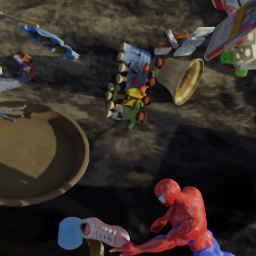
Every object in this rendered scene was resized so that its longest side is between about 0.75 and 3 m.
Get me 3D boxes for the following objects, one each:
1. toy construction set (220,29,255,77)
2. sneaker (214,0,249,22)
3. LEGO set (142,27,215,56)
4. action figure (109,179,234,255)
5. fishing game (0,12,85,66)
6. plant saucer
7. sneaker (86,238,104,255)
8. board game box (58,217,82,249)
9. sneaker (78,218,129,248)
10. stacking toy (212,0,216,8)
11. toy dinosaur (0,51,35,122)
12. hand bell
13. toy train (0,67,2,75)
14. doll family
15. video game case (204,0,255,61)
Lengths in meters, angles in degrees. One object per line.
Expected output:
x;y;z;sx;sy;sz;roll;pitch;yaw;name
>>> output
3.129;-1.529;5.918;2.824;1.301;1.852;8;27;-19;toy construction set
2.069;-3.036;5.612;0.559;0.898;1.675;-42;109;-51;sneaker
1.156;-1.950;6.749;1.595;1.192;0.392;-10;77;-23;LEGO set
0.854;1.988;4.455;1.459;2.947;0.962;-20;26;20;action figure
-1.395;-1.446;4.934;1.127;1.574;0.245;25;89;17;fishing game
-2.094;0.434;5.539;2.625;0.387;2.625;12;42;-11;plant saucer
-0.592;2.430;5.567;0.295;0.788;0.355;-32;107;-9;sneaker
-1.467;2.713;7.221;0.621;0.153;0.786;-4;61;3;board game box
-0.477;1.848;4.908;0.941;0.492;0.354;13;85;32;sneaker
2.331;-3.024;6.131;0.649;0.888;0.649;6;68;-16;stacking toy
-3.110;-0.948;5.475;2.545;1.336;2.309;14;27;32;toy dinosaur
0.773;-2.038;8.895;2.844;1.481;1.481;34;70;26;hand bell
-5.054;-1.520;8.952;2.164;0.452;0.610;-30;79;-13;toy train
0.184;-0.865;5.543;1.009;1.746;0.685;11;23;-23;doll family
1.981;-1.858;4.860;0.125;1.431;1.023;36;58;-14;video game case
